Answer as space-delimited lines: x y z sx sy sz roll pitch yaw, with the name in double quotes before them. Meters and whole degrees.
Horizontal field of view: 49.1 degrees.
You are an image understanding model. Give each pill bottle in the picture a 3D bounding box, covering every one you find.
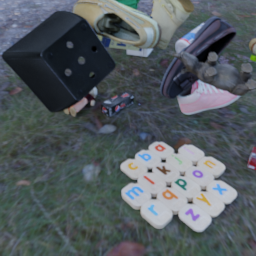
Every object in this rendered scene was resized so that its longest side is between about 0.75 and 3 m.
"pill bottle" 1.989 -2.361 7.595 1.315 0.738 0.738 -36 48 -14

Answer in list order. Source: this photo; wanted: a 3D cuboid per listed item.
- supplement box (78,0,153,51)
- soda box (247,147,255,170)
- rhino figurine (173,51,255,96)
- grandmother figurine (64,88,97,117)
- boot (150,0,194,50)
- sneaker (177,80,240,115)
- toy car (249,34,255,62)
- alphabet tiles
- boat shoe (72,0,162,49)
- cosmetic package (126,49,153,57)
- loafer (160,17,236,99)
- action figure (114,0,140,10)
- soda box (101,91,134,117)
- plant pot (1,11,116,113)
"supplement box" -0.603 -3.891 10.369 2.001 1.343 1.999 -10 38 -46
"soda box" 4.180 1.043 7.897 1.424 0.451 0.498 18 42 21
"rhino figurine" 1.519 -1.021 5.085 1.590 0.695 0.475 25 86 16
"grandmother figurine" -1.700 -1.070 10.664 1.010 0.505 1.666 24 45 14
"boot" 1.143 -4.817 11.292 1.011 2.159 2.778 -24 70 -39
"sneaker" 1.981 -0.909 6.863 1.664 0.870 0.626 -20 53 18
"toy car" 4.558 -2.838 9.714 0.823 0.857 1.043 7 31 -7
"alphabet tiles" 1.286 1.436 7.586 2.884 0.210 2.821 -30 47 -33
"boat shoe" -0.559 -2.884 7.541 2.927 1.049 1.115 25 32 27
"cosmetic package" 0.620 -4.295 14.685 1.133 0.697 1.129 13 39 16
"loafer" 1.553 -1.497 6.324 0.763 2.122 0.668 25 15 -50
"action figure" -0.586 -5.100 11.650 2.609 1.541 0.713 -15 26 6
"soda box" -0.391 -0.904 10.482 0.462 0.414 1.307 31 47 34
"plant pot" -1.686 -1.806 7.742 2.228 2.233 1.981 -46 32 -18
